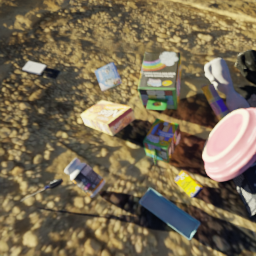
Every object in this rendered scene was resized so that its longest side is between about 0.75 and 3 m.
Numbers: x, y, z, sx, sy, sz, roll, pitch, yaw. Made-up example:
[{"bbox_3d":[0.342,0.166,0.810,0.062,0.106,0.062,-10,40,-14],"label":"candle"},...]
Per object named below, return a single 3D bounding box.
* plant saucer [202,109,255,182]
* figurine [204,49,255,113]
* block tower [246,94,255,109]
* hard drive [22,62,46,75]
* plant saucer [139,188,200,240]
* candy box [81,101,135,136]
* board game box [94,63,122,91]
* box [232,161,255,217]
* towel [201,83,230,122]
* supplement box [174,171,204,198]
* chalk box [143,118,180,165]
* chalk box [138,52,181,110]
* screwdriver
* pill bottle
[{"bbox_3d":[3.215,0.401,8.728,0.663,2.616,2.616,35,57,-6],"label":"plant saucer"},{"bbox_3d":[4.765,-1.833,11.684,2.579,1.110,2.516,-17,65,-12],"label":"figurine"},{"bbox_3d":[5.330,-0.531,10.997,0.496,0.464,1.717,-28,60,-10],"label":"block tower"},{"bbox_3d":[-4.350,-2.781,13.011,0.901,0.120,0.594,16,54,12],"label":"hard drive"},{"bbox_3d":[1.260,2.665,8.737,1.888,0.179,0.660,33,61,21],"label":"plant saucer"},{"bbox_3d":[-0.789,-0.415,10.403,1.128,0.541,1.955,-38,32,-24],"label":"candy box"},{"bbox_3d":[-0.823,-2.081,11.478,0.883,0.192,0.887,-22,89,19],"label":"board game box"},{"bbox_3d":[4.299,1.657,9.038,1.442,1.016,1.948,-9,52,-5],"label":"box"},{"bbox_3d":[3.436,-0.954,10.783,1.225,0.194,1.706,-15,76,-53],"label":"towel"},{"bbox_3d":[1.983,1.850,9.170,0.820,0.449,0.446,44,99,28],"label":"supplement box"},{"bbox_3d":[1.135,0.562,9.818,0.914,0.921,1.475,17,57,25],"label":"chalk box"},{"bbox_3d":[1.269,-1.635,11.066,1.459,1.448,2.337,5,64,15],"label":"chalk box"},{"bbox_3d":[-2.790,1.995,9.034,1.531,0.214,0.223,-23,52,5],"label":"screwdriver"},{"bbox_3d":[-1.405,1.590,9.035,1.242,0.723,0.723,41,60,-1],"label":"pill bottle"}]
